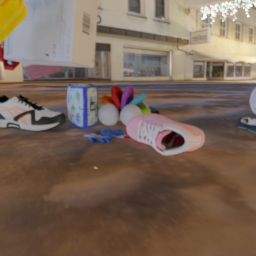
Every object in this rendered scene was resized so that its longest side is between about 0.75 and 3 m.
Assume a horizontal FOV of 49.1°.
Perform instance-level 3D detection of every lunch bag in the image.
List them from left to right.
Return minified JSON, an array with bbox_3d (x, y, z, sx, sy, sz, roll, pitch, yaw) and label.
[{"bbox_3d":[-1.634,-0.828,10.110,1.105,1.475,1.735,-3,12,-12],"label":"lunch bag"}]

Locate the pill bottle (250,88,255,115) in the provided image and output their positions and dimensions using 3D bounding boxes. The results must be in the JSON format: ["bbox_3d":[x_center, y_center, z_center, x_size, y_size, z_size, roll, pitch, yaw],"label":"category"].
[{"bbox_3d":[6.156,-1.270,12.044,1.552,1.552,2.854,6,12,26],"label":"pill bottle"}]

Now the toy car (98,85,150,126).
[{"bbox_3d":[-0.121,-0.857,10.318,1.923,1.442,1.683,4,12,18],"label":"toy car"}]

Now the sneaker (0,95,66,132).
[{"bbox_3d":[-3.498,-0.539,9.629,2.859,1.143,1.054,5,11,14],"label":"sneaker"}]

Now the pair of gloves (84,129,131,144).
[{"bbox_3d":[-0.636,0.221,8.327,1.400,0.160,1.126,-9,15,-41],"label":"pair of gloves"}]

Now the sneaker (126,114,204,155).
[{"bbox_3d":[0.709,0.129,7.072,2.195,0.826,1.147,12,11,31],"label":"sneaker"}]

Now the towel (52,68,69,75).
[{"bbox_3d":[-2.550,-2.271,10.717,0.633,0.094,0.863,-15,-4,-30],"label":"towel"}]

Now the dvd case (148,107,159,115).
[{"bbox_3d":[0.172,-0.780,13.002,2.193,0.192,1.564,-2,13,-11],"label":"dvd case"}]

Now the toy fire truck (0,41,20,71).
[{"bbox_3d":[-5.116,-2.944,10.618,1.803,2.557,0.623,10,41,5],"label":"toy fire truck"}]

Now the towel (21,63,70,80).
[{"bbox_3d":[-3.055,-3.228,9.626,2.010,2.790,0.317,-16,23,5],"label":"towel"}]

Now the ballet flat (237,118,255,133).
[{"bbox_3d":[4.058,-0.119,9.315,0.444,0.444,1.214,-3,12,-13],"label":"ballet flat"}]

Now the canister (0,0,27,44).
[{"bbox_3d":[-2.862,-2.458,4.935,0.856,1.470,1.979,35,-12,17],"label":"canister"}]

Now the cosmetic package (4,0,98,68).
[{"bbox_3d":[-2.145,-2.882,7.810,2.188,2.182,1.345,7,8,20],"label":"cosmetic package"}]
